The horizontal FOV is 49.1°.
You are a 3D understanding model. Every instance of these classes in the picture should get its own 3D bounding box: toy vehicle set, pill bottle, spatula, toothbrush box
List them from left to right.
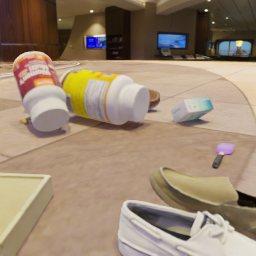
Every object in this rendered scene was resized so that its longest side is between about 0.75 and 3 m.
[{"bbox_3d":[-2.620,1.130,3.815,2.719,0.360,1.689,1,16,4],"label":"toy vehicle set"},{"bbox_3d":[-2.500,-1.057,8.076,1.200,1.200,2.190,-10,57,-30],"label":"pill bottle"},{"bbox_3d":[-0.777,-0.964,8.755,2.741,1.497,1.497,14,21,28],"label":"pill bottle"},{"bbox_3d":[2.009,-0.577,8.835,1.065,0.454,0.780,-8,-18,-30],"label":"toothbrush box"},{"bbox_3d":[2.018,0.588,6.080,0.362,0.132,1.281,7,18,29],"label":"spatula"}]

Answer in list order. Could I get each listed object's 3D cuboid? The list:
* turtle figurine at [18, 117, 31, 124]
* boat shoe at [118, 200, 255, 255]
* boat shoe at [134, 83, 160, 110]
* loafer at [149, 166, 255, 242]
[{"bbox_3d":[-2.769,-0.407,8.887,0.975,0.389,1.209,15,28,38],"label":"turtle figurine"},{"bbox_3d":[0.786,1.233,2.975,1.964,0.642,0.723,6,17,18],"label":"boat shoe"},{"bbox_3d":[-0.200,-1.320,10.205,2.785,1.000,1.054,7,52,3],"label":"boat shoe"},{"bbox_3d":[1.068,0.845,3.562,1.634,0.551,0.621,24,18,-2],"label":"loafer"}]
